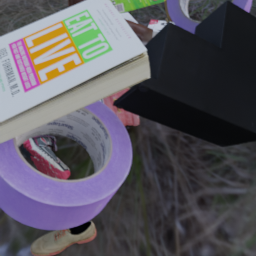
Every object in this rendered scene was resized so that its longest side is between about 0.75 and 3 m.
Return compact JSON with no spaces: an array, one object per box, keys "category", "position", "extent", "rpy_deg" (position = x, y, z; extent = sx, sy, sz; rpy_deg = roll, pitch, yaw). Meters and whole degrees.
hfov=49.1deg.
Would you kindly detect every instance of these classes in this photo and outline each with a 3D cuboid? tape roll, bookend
[{"category":"tape roll","position":[2.271,-3.597,7.857],"extent":[2.200,2.200,0.935],"rpy_deg":[23,14,23]},{"category":"tape roll","position":[-1.245,0.472,5.124],"extent":[2.466,1.048,2.466],"rpy_deg":[14,47,-16]},{"category":"bookend","position":[1.541,-1.438,6.070],"extent":[2.948,1.358,2.930],"rpy_deg":[19,72,-19]}]

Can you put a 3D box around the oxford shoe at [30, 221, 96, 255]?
[{"category":"oxford shoe","position":[-1.392,2.275,5.962],"extent":[1.405,0.525,0.495],"rpy_deg":[-16,45,-17]}]

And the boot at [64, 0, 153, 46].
[{"category":"boot","position":[-0.388,-3.196,7.760],"extent":[2.976,2.774,0.956],"rpy_deg":[31,53,9]}]

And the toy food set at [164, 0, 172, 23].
[{"category":"toy food set","position":[1.530,-4.266,9.964],"extent":[0.284,1.417,0.978],"rpy_deg":[-15,49,1]}]

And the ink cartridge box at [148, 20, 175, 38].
[{"category":"ink cartridge box","position":[1.769,-4.346,12.932],"extent":[1.702,0.710,1.236],"rpy_deg":[9,44,10]}]

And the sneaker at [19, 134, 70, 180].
[{"category":"sneaker","position":[-2.214,0.605,7.516],"extent":[0.807,0.871,2.162],"rpy_deg":[-30,50,-31]}]

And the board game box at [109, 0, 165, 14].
[{"category":"board game box","position":[0.163,-2.535,5.314],"extent":[1.057,0.505,0.158],"rpy_deg":[-15,26,0]}]

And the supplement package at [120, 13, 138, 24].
[{"category":"supplement package","position":[-0.159,-4.148,12.421],"extent":[1.081,1.123,1.974],"rpy_deg":[-15,46,-13]}]

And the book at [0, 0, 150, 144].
[{"category":"book","position":[-1.143,-0.974,4.226],"extent":[2.467,0.593,1.648],"rpy_deg":[-26,62,-5]}]

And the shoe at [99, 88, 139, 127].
[{"category":"shoe","position":[-0.519,-1.110,9.284],"extent":[1.352,1.062,2.972],"rpy_deg":[-7,49,-9]}]
